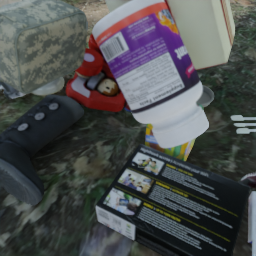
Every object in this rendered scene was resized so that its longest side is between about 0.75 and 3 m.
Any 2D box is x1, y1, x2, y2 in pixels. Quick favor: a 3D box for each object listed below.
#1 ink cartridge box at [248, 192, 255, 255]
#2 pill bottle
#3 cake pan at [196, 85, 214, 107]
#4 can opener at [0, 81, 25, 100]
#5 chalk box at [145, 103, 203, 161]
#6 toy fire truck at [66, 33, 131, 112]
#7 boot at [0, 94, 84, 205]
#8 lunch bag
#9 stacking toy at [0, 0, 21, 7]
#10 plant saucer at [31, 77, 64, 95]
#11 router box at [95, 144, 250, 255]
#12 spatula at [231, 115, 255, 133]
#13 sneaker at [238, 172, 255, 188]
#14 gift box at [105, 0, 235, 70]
[{"bbox_3d":[3.254,2.164,5.684,1.509,0.333,1.537,13,48,13],"label":"ink cartridge box"},{"bbox_3d":[0.522,-0.978,5.314,1.433,2.573,1.433,-26,10,5],"label":"pill bottle"},{"bbox_3d":[2.200,-1.032,9.066,1.112,0.204,1.112,0,44,0],"label":"cake pan"},{"bbox_3d":[-4.283,-1.714,9.363,2.708,0.900,0.713,28,51,32],"label":"can opener"},{"bbox_3d":[1.127,-0.053,6.948,1.080,1.736,1.075,20,47,19],"label":"chalk box"},{"bbox_3d":[-0.538,-1.577,8.862,2.324,1.552,2.768,27,49,1],"label":"toy fire truck"},{"bbox_3d":[-2.161,0.325,7.244,2.373,0.945,2.880,27,46,23],"label":"boot"},{"bbox_3d":[-1.757,-1.574,4.860,1.473,1.224,1.757,29,43,16],"label":"lunch bag"},{"bbox_3d":[-3.254,-2.285,6.394,1.821,1.330,1.330,-8,42,17],"label":"stacking toy"},{"bbox_3d":[-2.829,-1.606,9.588,1.251,0.314,1.251,0,43,0],"label":"plant saucer"},{"bbox_3d":[0.969,1.629,5.964,2.683,0.685,2.001,21,48,21],"label":"router box"},{"bbox_3d":[3.604,-0.116,8.214,1.027,0.083,0.714,-1,43,-1],"label":"spatula"},{"bbox_3d":[3.041,1.322,6.549,0.907,0.343,0.524,-15,49,-17],"label":"sneaker"},{"bbox_3d":[1.237,-3.015,7.060,2.734,2.766,2.963,-11,29,27],"label":"gift box"}]
